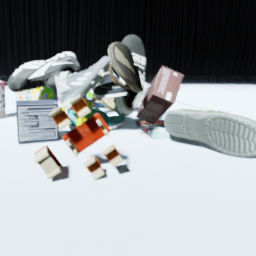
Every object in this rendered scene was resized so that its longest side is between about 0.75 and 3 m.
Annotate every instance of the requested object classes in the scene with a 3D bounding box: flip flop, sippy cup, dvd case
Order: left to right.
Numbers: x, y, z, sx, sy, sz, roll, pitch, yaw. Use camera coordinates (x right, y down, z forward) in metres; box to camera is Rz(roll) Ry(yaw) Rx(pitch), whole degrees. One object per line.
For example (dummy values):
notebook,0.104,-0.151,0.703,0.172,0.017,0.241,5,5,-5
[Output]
sippy cup,-1.331,-1.534,13.887,1.233,1.682,1.321,-5,51,29
flip flop,-0.107,-1.279,6.556,0.605,0.852,2.102,-9,-7,12
dvd case,1.104,-0.004,8.732,1.375,0.207,1.884,-3,11,-13

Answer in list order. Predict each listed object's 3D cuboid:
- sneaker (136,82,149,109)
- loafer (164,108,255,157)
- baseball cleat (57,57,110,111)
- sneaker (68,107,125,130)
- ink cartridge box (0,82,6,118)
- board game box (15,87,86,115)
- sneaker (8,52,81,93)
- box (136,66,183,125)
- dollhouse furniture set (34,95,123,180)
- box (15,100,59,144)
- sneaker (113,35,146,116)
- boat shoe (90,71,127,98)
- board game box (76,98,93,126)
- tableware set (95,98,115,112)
sneaker,0.923,-1.580,13.266,1.041,1.385,2.780,13,12,43
loafer,2.079,-0.066,6.617,2.546,0.957,0.887,19,31,40
baseball cleat,-1.252,-1.306,7.324,1.005,1.888,0.658,46,21,5
sneaker,-0.970,-0.295,8.816,1.847,0.735,0.716,-3,12,-17
ink cartridge box,-5.267,-1.080,10.931,0.600,1.422,1.029,3,11,-2
board game box,-3.031,-1.062,11.030,2.514,1.318,1.295,5,15,26
sneaker,-2.731,-1.738,9.479,2.575,0.856,1.165,-27,55,-20
box,0.825,-0.834,7.863,0.675,0.902,1.801,23,-22,-7
dollhouse furniture set,-0.969,0.277,4.973,1.345,1.360,0.701,-34,14,-4
box,-2.395,-0.190,7.412,1.047,1.039,0.645,-3,16,-22
sneaker,0.177,-1.683,8.811,0.981,2.647,1.171,5,0,-15
boat shoe,-0.735,-1.387,8.442,0.948,0.757,2.508,-9,17,-24
board game box,-1.253,-0.432,8.096,0.199,0.835,0.424,-15,-21,41
tableware set,-0.558,-1.216,13.249,1.470,0.446,2.224,43,29,11
